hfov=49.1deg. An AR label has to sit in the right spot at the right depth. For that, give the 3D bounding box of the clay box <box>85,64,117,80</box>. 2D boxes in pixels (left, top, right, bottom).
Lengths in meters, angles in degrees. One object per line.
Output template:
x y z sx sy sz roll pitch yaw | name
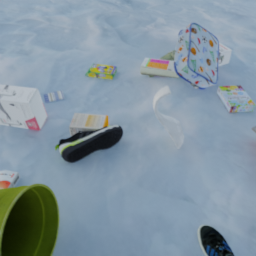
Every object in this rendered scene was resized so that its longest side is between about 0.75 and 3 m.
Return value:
-1.380 -2.855 14.102 1.455 0.346 0.836 9 42 9 | clay box

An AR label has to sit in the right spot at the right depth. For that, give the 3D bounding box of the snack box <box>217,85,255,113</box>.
4.712 -1.298 12.325 1.084 0.404 1.524 -4 42 -5 | snack box

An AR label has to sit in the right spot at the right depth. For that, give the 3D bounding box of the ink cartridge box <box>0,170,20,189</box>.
-4.299 1.772 8.995 1.259 0.316 1.021 11 43 8 | ink cartridge box

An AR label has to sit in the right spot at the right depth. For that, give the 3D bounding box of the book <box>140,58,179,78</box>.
1.676 -3.069 14.109 1.904 0.458 1.272 10 40 11 | book

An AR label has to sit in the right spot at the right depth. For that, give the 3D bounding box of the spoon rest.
1.402 -0.278 9.808 0.730 2.409 1.197 -18 34 8 | spoon rest

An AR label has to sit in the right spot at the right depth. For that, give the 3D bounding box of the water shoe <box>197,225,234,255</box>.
2.427 3.208 7.034 0.705 0.778 1.971 -12 43 -13 | water shoe

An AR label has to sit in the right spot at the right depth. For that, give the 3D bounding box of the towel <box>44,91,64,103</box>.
-3.352 -1.411 12.688 0.862 0.103 0.633 -15 46 -14 | towel

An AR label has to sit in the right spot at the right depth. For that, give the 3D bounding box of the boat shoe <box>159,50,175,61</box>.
2.448 -3.905 15.076 1.946 0.604 0.701 -23 47 -23 | boat shoe

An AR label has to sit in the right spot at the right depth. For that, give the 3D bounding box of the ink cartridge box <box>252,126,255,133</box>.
5.748 0.626 9.698 2.044 0.976 2.328 -22 46 -13 | ink cartridge box

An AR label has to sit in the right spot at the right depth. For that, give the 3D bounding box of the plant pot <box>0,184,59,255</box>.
-3.282 2.515 6.995 2.211 2.296 2.296 -1 40 17 | plant pot

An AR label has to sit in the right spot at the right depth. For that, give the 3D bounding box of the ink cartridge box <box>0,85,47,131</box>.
-4.441 -0.804 10.902 2.119 1.552 0.877 7 50 9 | ink cartridge box

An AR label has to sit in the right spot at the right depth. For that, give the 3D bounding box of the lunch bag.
3.229 -3.186 12.845 2.261 1.066 2.821 23 67 -29 | lunch bag

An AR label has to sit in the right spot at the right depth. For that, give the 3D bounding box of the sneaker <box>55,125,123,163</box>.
-1.414 0.328 10.150 2.511 0.901 1.040 -21 46 -22 | sneaker

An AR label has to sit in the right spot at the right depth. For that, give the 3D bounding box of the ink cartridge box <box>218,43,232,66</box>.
4.196 -3.831 14.802 1.955 0.821 1.422 -20 46 -19 | ink cartridge box

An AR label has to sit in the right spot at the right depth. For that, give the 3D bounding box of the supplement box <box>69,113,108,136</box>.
-1.507 -0.089 10.905 1.372 0.504 0.864 5 42 5 | supplement box
